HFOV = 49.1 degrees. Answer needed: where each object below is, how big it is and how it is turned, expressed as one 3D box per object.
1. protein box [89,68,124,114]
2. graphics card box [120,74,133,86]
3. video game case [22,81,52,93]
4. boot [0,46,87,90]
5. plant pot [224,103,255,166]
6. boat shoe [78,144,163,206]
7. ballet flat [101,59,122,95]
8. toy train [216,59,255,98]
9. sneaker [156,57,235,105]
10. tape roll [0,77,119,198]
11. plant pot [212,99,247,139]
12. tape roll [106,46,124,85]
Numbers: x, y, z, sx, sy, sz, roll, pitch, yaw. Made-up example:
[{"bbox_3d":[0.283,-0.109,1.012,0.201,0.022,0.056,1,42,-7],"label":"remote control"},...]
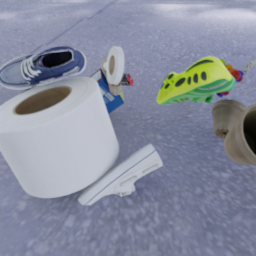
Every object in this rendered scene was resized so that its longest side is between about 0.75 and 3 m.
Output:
[{"bbox_3d":[-0.996,-1.103,9.642,1.226,1.217,0.827,-34,36,18],"label":"protein box"},{"bbox_3d":[-0.308,-1.865,10.850,0.918,0.576,0.234,4,71,20],"label":"graphics card box"},{"bbox_3d":[-2.713,-0.950,9.914,1.842,0.330,1.670,28,43,6],"label":"video game case"},{"bbox_3d":[-2.454,-1.647,7.417,2.574,0.936,1.163,-14,3,5],"label":"boot"},{"bbox_3d":[3.102,0.317,6.848,1.550,1.345,1.550,3,72,-10],"label":"plant pot"},{"bbox_3d":[-0.135,1.339,7.131,2.348,0.845,0.772,-34,89,-21],"label":"boat shoe"},{"bbox_3d":[-0.513,-1.760,8.991,0.514,0.508,1.510,-17,65,-11],"label":"ballet flat"},{"bbox_3d":[3.041,-1.758,8.395,0.909,1.570,0.665,48,22,19],"label":"toy train"},{"bbox_3d":[1.829,-1.082,8.211,1.253,2.999,1.111,30,76,-19],"label":"sneaker"},{"bbox_3d":[-1.825,0.117,7.228,2.821,1.937,2.821,-13,30,8],"label":"tape roll"},{"bbox_3d":[3.088,-0.195,8.752,1.089,1.089,0.945,14,63,18],"label":"plant pot"},{"bbox_3d":[-0.372,-1.733,7.814,0.193,1.057,1.057,2,34,-21],"label":"tape roll"}]
